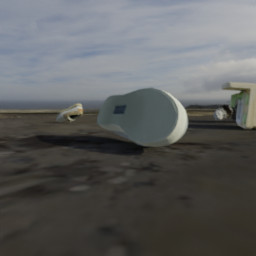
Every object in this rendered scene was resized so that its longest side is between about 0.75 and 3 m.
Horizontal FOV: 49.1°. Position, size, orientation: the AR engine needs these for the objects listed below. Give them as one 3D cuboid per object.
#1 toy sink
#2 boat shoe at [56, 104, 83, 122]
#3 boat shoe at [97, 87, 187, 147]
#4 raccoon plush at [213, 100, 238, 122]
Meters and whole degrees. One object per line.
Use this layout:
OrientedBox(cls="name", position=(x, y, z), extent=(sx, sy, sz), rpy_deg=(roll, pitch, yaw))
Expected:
OrientedBox(cls="toy sink", position=(4.124, -0.628, 8.678), extent=(2.384, 1.335, 1.554), rpy_deg=(6, 6, 11))
OrientedBox(cls="boat shoe", position=(-2.384, -0.495, 11.262), extent=(1.311, 0.448, 0.490), rpy_deg=(-27, -25, 27))
OrientedBox(cls="boat shoe", position=(0.324, -0.130, 5.024), extent=(0.927, 0.908, 2.602), rpy_deg=(23, -5, -28))
OrientedBox(cls="raccoon plush", position=(4.894, -0.483, 11.341), extent=(2.413, 1.168, 1.617), rpy_deg=(-30, 31, -22))
